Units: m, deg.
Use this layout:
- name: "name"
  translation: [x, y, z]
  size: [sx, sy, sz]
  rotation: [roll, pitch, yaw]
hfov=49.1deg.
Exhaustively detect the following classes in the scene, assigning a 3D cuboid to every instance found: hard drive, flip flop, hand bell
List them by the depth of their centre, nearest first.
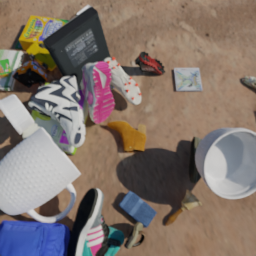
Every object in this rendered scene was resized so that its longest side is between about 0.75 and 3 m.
- name: "flip flop"
  translation: [0.245, 3.127, 7.971]
  size: [0.444, 1.541, 0.625]
  rotation: [29, 86, 10]
- name: "hand bell"
  translation: [1.673, 2.659, 8.977]
  size: [1.273, 0.663, 0.663]
  rotation: [-42, 69, -5]
- name: "hard drive"
  translation: [-1.659, -2.659, 10.209]
  size: [2.020, 2.895, 0.476]
  rotation: [-40, 68, -10]

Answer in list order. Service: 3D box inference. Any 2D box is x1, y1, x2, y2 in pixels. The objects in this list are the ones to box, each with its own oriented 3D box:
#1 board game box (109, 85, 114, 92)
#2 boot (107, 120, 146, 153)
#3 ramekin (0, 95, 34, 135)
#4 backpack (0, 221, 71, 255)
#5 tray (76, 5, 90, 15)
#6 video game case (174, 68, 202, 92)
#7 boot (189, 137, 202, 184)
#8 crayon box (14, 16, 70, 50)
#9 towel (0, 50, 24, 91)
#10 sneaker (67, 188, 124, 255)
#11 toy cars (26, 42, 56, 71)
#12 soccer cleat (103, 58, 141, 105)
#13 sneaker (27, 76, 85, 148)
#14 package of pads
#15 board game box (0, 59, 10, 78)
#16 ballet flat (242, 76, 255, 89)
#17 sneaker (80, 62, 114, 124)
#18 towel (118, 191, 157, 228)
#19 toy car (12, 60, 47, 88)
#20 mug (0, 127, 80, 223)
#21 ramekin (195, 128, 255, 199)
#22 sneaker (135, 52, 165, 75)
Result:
- name: "board game box"
  translation: [-0.955, -1.765, 11.408]
  size: [0.772, 0.197, 1.141]
  rotation: [33, 67, 16]
- name: "boot"
  translation: [-0.105, 0.336, 10.128]
  size: [1.512, 0.532, 1.082]
  rotation: [7, 68, 8]
- name: "ramekin"
  translation: [-3.686, -0.471, 9.223]
  size: [0.628, 1.288, 1.288]
  rotation: [-37, 68, -17]
- name: "backpack"
  translation: [-2.814, 3.783, 7.507]
  size: [1.942, 2.005, 2.389]
  rotation: [1, 66, 9]
- name: "tray"
  translation: [-2.044, -5.569, 13.475]
  size: [0.451, 0.093, 0.839]
  rotation: [35, 68, 18]
- name: "video game case"
  translation: [2.461, -1.996, 11.567]
  size: [1.058, 0.128, 1.161]
  rotation: [-1, 62, 0]
- name: "boot"
  translation: [3.199, 1.187, 9.643]
  size: [2.062, 0.748, 1.875]
  rotation: [13, 65, -1]
- name: "crayon box"
  translation: [-3.679, -4.115, 12.394]
  size: [2.504, 0.646, 1.574]
  rotation: [8, 62, 5]
- name: "towel"
  translation: [-5.923, -2.443, 11.722]
  size: [2.739, 0.420, 2.043]
  rotation: [4, 60, 4]
- name: "sneaker"
  translation: [-0.742, 2.878, 8.007]
  size: [1.446, 2.394, 1.001]
  rotation: [12, 15, -28]
- name: "toy cars"
  translation: [-2.738, -2.947, 11.797]
  size: [2.912, 0.645, 1.305]
  rotation: [-4, 75, -6]
- name: "soccer cleat"
  translation: [-0.271, -1.719, 10.690]
  size: [0.737, 0.825, 2.128]
  rotation: [-35, 88, -32]
- name: "sneaker"
  translation: [-2.441, -0.466, 9.323]
  size: [1.751, 1.074, 2.691]
  rotation: [-11, 68, -2]
- name: "package of pads"
  translation: [-2.564, -0.391, 10.315]
  size: [1.907, 0.842, 2.468]
  rotation: [11, 63, 6]
- name: "board game box"
  translation: [-5.562, -2.242, 11.231]
  size: [1.680, 0.252, 0.802]
  rotation: [-18, 63, -4]
- name: "ballet flat"
  translation: [5.247, -1.788, 11.305]
  size: [1.266, 0.405, 0.479]
  rotation: [36, 70, 18]
- name: "sneaker"
  translation: [-1.143, -1.282, 10.001]
  size: [0.941, 2.312, 1.020]
  rotation: [-18, 33, -37]
- name: "towel"
  translation: [0.307, 2.614, 9.003]
  size: [1.163, 0.282, 0.649]
  rotation: [36, 77, 17]
- name: "toy car"
  translation: [-4.339, -2.476, 10.305]
  size: [2.733, 1.341, 0.910]
  rotation: [28, 59, -34]
- name: "mug"
  translation: [-2.694, 1.665, 8.424]
  size: [2.259, 1.902, 2.577]
  rotation: [-40, 95, -12]
- name: "ramekin"
  translation: [2.907, 0.916, 8.089]
  size: [1.993, 1.046, 1.993]
  rotation: [-2, 101, -8]
- name: "sneaker"
  translation: [0.864, -2.540, 11.449]
  size: [1.473, 0.720, 0.521]
  rotation: [23, 55, -34]
